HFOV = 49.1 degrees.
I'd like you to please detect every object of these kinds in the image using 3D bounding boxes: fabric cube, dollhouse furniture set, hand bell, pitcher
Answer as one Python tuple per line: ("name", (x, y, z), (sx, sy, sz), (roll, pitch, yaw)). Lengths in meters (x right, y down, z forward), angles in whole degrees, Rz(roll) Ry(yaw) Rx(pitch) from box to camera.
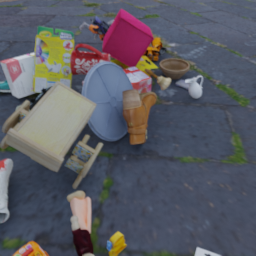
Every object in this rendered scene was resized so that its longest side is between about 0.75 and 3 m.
("fabric cube", (-0.038, -4.208, 13.306), (1.826, 1.791, 1.820), (27, 28, -19))
("dollhouse furniture set", (-2.165, 0.521, 7.464), (2.532, 2.888, 1.919), (31, 49, -5))
("hand bell", (1.175, -2.159, 11.855), (1.176, 0.613, 0.613), (32, 32, -21))
("pitcher", (3.012, -1.804, 12.345), (0.765, 0.892, 0.541), (-22, 29, 14))

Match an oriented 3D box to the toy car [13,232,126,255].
("toy car", (-1.449, 2.789, 6.631), (2.660, 0.885, 1.305), (-20, 42, -23))

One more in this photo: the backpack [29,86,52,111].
("backpack", (-2.715, -0.799, 10.085), (1.261, 1.069, 1.420), (-44, 2, 1))

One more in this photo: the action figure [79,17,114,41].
("action figure", (-1.237, -5.455, 15.089), (2.689, 2.779, 1.454), (9, 76, 25))

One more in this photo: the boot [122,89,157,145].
("boot", (0.459, -0.348, 10.194), (0.891, 1.871, 2.419), (-8, -1, 28))

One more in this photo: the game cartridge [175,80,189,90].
("game cartridge", (2.764, -2.073, 13.557), (0.835, 0.160, 0.541), (29, 50, 33))

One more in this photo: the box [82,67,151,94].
("box", (-0.456, -1.495, 11.852), (2.660, 1.270, 1.326), (-22, 43, -25))

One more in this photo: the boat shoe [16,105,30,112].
("boat shoe", (-3.552, -0.586, 11.122), (1.703, 0.530, 0.636), (5, 79, 1))

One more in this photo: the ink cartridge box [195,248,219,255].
("ink cartridge box", (1.709, 3.362, 6.290), (0.645, 0.377, 1.111), (14, 40, 18))

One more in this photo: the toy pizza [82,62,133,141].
("toy pizza", (-0.699, -0.935, 10.088), (0.449, 2.834, 2.834), (-2, 31, 37))

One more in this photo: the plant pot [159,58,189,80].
("plant pot", (2.324, -2.911, 14.192), (1.483, 0.685, 1.483), (0, 37, 0))

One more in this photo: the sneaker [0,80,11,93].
("sneaker", (-5.269, -2.328, 13.243), (2.312, 0.921, 0.896), (-26, 44, -28))

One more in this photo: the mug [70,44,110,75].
("mug", (-1.544, -2.684, 11.457), (1.528, 1.356, 1.020), (4, 81, 1))

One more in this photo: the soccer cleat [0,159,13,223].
("soccer cleat", (-3.690, 2.004, 7.724), (1.152, 0.928, 2.705), (15, 40, 1))

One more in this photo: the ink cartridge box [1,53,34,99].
("ink cartridge box", (-4.109, -2.602, 12.892), (2.783, 1.621, 0.939), (-27, 29, -30))

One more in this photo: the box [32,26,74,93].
("box", (-3.259, -2.873, 12.214), (1.623, 2.765, 0.669), (3, 11, -22))

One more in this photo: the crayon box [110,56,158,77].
("crayon box", (0.006, -2.907, 14.196), (2.602, 0.661, 1.652), (-12, 39, -16))

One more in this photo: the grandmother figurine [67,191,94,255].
("grandmother figurine", (-1.052, 2.507, 6.511), (0.655, 1.312, 2.164), (-23, 41, 1))

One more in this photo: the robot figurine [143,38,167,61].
("robot figurine", (1.267, -4.622, 16.353), (1.900, 0.763, 2.621), (2, 37, 3))
